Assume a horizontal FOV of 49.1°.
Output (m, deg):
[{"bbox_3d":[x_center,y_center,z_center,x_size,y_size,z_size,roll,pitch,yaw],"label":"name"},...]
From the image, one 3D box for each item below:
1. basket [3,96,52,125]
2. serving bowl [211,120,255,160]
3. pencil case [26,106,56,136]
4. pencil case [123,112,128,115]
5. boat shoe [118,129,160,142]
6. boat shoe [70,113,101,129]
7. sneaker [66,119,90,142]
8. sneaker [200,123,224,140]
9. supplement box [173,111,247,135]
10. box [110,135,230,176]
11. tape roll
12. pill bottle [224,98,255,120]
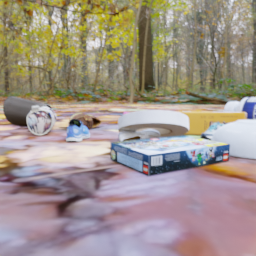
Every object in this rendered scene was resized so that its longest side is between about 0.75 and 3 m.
[{"bbox_3d":[-5.125,-0.764,14.665,2.031,1.381,1.832,9,-28,16],"label":"basket"},{"bbox_3d":[3.733,0.238,8.076,2.648,0.871,2.648,1,6,0],"label":"serving bowl"},{"bbox_3d":[-3.703,-0.390,12.167,1.030,1.184,2.647,0,6,-11],"label":"pencil case"},{"bbox_3d":[0.239,-0.846,19.149,1.169,0.530,0.547,2,-26,28],"label":"pencil case"},{"bbox_3d":[0.406,0.362,9.124,1.421,0.504,0.496,2,33,-14],"label":"boat shoe"},{"bbox_3d":[-1.972,-0.283,13.069,0.706,0.752,2.090,11,9,23],"label":"boat shoe"},{"bbox_3d":[-1.803,0.039,10.242,0.677,0.769,1.724,0,6,3],"label":"sneaker"},{"bbox_3d":[3.114,0.112,10.337,1.372,0.592,0.532,-6,9,-44],"label":"sneaker"},{"bbox_3d":[3.232,-0.197,11.464,2.904,0.966,0.999,2,5,13],"label":"supplement box"},{"bbox_3d":[1.000,0.585,6.786,2.407,0.454,1.644,-4,8,-31],"label":"box"},{"bbox_3d":[0.845,-0.068,9.394,2.386,0.436,2.386,1,-13,0],"label":"tape roll"},{"bbox_3d":[5.537,-0.536,11.978,1.532,1.532,2.560,-6,7,-42],"label":"pill bottle"}]
